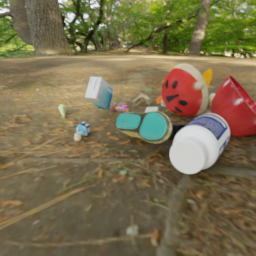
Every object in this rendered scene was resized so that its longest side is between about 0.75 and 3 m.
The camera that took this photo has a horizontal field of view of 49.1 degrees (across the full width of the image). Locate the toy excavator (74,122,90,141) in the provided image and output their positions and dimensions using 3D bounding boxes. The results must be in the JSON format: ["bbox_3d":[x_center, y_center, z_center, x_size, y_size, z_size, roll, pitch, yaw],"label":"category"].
[{"bbox_3d":[-1.713,0.167,10.064,0.792,0.396,0.770,-24,33,-33],"label":"toy excavator"}]

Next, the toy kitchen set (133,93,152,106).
[{"bbox_3d":[0.794,-1.270,14.621,0.677,0.612,0.750,-40,43,-10],"label":"toy kitchen set"}]

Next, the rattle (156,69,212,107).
[{"bbox_3d":[2.942,-2.066,14.704,2.655,1.897,1.729,8,40,2],"label":"rattle"}]

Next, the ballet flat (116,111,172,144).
[{"bbox_3d":[0.667,-0.010,8.977,1.017,1.017,2.878,-11,12,-30],"label":"ballet flat"}]

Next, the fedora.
[{"bbox_3d":[2.201,-1.222,12.775,2.285,0.932,2.285,36,14,-11],"label":"fedora"}]

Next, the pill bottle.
[{"bbox_3d":[2.029,0.430,7.963,1.262,1.262,2.272,10,21,28],"label":"pill bottle"}]

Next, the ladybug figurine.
[{"bbox_3d":[1.690,-1.103,8.858,0.906,1.710,2.518,-24,-2,-7],"label":"ladybug figurine"}]

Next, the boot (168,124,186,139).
[{"bbox_3d":[2.117,0.133,10.161,1.409,0.560,1.618,2,1,-38],"label":"boot"}]

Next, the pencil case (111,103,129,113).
[{"bbox_3d":[-0.378,-0.978,13.555,0.912,0.403,0.403,15,24,31],"label":"pencil case"}]

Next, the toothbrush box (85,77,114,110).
[{"bbox_3d":[-1.251,-1.514,12.439,0.583,1.001,1.367,8,-13,22],"label":"toothbrush box"}]

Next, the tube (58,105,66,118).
[{"bbox_3d":[-3.038,-0.841,12.932,0.393,0.351,1.354,41,-1,-20],"label":"tube"}]

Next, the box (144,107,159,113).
[{"bbox_3d":[0.857,-0.335,11.051,0.523,0.435,1.273,0,33,20],"label":"box"}]

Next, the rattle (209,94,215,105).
[{"bbox_3d":[4.753,-1.316,12.585,1.957,1.398,1.274,11,33,-10],"label":"rattle"}]

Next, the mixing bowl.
[{"bbox_3d":[3.886,-0.595,10.197,1.309,2.417,2.417,-39,1,27],"label":"mixing bowl"}]
